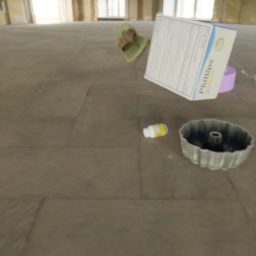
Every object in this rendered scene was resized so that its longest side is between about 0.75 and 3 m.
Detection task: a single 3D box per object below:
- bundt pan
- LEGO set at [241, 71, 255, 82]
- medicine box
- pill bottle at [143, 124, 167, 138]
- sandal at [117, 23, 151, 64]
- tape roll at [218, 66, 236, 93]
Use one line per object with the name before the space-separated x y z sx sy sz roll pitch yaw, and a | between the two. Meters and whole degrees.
bundt pan | 2.887 0.604 9.462 2.417 0.907 2.417 1 27 0
LEGO set | 5.353 -2.190 11.942 1.089 0.309 0.707 31 24 -5
medicine box | 1.584 -1.968 7.671 1.046 1.851 2.032 -8 30 -37
pill bottle | 1.046 0.123 10.874 0.834 0.467 0.467 -11 29 -19
sandal | -0.032 -3.159 10.139 0.756 1.052 2.649 28 20 -37
tape roll | 4.664 -2.989 16.387 2.965 0.973 2.965 -1 27 0
